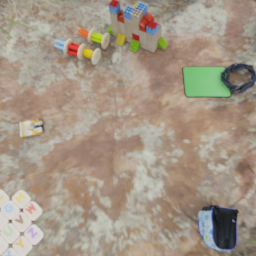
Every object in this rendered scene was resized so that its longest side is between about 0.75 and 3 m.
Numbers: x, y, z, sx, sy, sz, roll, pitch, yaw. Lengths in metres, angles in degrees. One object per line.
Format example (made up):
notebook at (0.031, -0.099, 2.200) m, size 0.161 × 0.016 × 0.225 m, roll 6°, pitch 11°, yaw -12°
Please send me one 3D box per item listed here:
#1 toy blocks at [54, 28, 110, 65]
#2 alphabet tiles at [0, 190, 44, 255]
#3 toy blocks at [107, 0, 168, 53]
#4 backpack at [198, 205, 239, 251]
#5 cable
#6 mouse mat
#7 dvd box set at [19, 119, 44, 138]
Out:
toy blocks at (-2.110, -3.887, 12.664) m, size 2.076 × 0.754 × 1.731 m, roll 21°, pitch 68°, yaw 10°
alphabet tiles at (-4.244, 3.427, 9.658) m, size 2.448 × 0.183 × 2.503 m, roll 39°, pitch 72°, yaw 16°
toy blocks at (0.336, -4.571, 12.199) m, size 2.908 × 1.988 × 1.453 m, roll 27°, pitch 71°, yaw 14°
backpack at (2.932, 3.297, 9.172) m, size 1.204 × 0.967 × 1.316 m, roll 15°, pitch 64°, yaw -22°
cable at (4.785, -2.202, 12.117) m, size 1.642 × 0.417 × 1.339 m, roll -37°, pitch 68°, yaw -14°
mouse mat at (3.397, -2.020, 12.197) m, size 1.997 × 0.075 × 1.607 m, roll 1°, pitch 66°, yaw -1°
dvd box set at (-3.865, 0.008, 11.232) m, size 0.917 × 0.135 × 0.671 m, roll -10°, pitch 65°, yaw -5°
